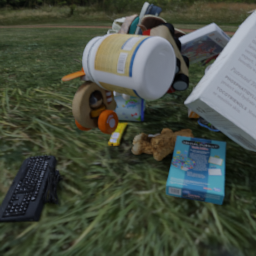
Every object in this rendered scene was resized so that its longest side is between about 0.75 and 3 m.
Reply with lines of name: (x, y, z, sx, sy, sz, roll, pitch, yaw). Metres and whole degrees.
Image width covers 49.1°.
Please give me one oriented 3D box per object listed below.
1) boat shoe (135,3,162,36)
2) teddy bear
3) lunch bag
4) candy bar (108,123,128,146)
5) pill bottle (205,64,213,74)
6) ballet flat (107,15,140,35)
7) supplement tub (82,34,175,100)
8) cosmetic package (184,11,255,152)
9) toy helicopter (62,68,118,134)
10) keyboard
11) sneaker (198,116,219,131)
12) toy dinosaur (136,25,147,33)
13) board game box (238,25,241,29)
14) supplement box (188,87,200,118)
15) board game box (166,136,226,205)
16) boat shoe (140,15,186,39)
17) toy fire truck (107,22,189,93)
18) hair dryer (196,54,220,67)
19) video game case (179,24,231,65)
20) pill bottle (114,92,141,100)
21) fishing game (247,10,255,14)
boat shoe: (0.761, -4.112, 12.648, 0.876, 2.832, 1.060, 22, 35, 4)
teddy bear: (1.143, 0.564, 9.493, 2.115, 0.706, 1.534, -11, 22, -5)
lunch bag: (-0.404, -1.719, 11.550, 2.303, 2.709, 1.726, 3, 29, 5)
candy bar: (-0.377, 0.187, 10.599, 0.447, 0.199, 1.791, 1, 27, 10)
pill bottle: (3.036, -1.369, 9.474, 0.872, 0.872, 1.457, 4, 65, 9)
ballet flat: (-0.268, -3.520, 10.290, 0.826, 0.836, 2.455, 22, 52, 2)
supplement tub: (-0.013, -1.402, 6.244, 1.806, 1.306, 1.306, 19, 33, 37)
cosmetic package: (3.218, -1.089, 6.803, 2.308, 2.775, 2.322, 36, 2, 2)
toy helicopter: (-0.755, -1.339, 8.214, 1.142, 1.915, 2.896, 7, 56, 35)
keyboard: (-2.574, 1.422, 7.799, 1.439, 0.548, 2.765, -2, 28, -3)
sneaker: (3.305, -0.224, 11.059, 0.441, 0.515, 1.243, -23, 35, -35)
toy dinosaur: (0.944, -2.436, 8.820, 1.579, 2.973, 0.898, 23, 78, 53)
board game box: (4.775, -3.777, 10.170, 1.323, 0.155, 0.693, -26, 50, 0)
supplement box: (3.683, -0.975, 11.424, 2.280, 1.437, 0.838, 2, 72, 6)
board game box: (1.961, 1.119, 7.935, 1.460, 0.454, 1.934, 8, 43, 15)
boat shoe: (1.363, -3.934, 11.407, 2.291, 0.846, 0.848, 18, 27, -32)
toy fire truck: (0.495, -1.619, 7.949, 2.132, 1.877, 1.372, -11, 54, 28)
hair dryer: (3.511, -2.951, 11.900, 1.123, 0.855, 0.305, 15, 12, -2)
video game case: (2.308, -2.808, 10.174, 2.553, 0.293, 2.326, -15, -8, 35)
pill bottle: (0.320, -1.451, 9.826, 1.646, 0.912, 0.912, -5, 27, -7)
fishing game: (4.768, -4.109, 9.340, 0.949, 0.206, 1.326, -26, 19, -23)
